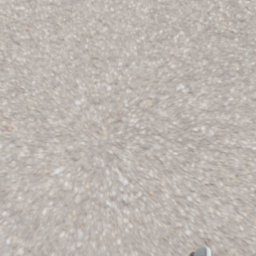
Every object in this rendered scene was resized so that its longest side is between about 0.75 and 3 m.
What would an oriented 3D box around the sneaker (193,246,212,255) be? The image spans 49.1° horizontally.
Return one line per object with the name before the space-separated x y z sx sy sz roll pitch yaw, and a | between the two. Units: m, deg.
sneaker | 2.204 4.462 7.846 1.076 0.703 1.924 38 54 -17
